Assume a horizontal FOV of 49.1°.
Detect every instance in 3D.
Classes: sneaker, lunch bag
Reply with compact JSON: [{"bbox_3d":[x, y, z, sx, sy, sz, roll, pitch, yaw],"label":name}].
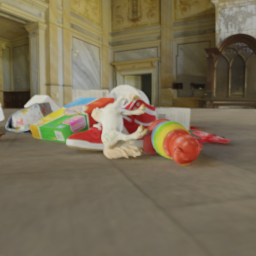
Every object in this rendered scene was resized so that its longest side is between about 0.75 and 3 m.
[{"bbox_3d":[-0.428,-0.161,8.609,2.928,1.646,1.043,-2,8,-24],"label":"sneaker"},{"bbox_3d":[-4.575,-0.392,13.215,1.879,1.195,1.593,-23,5,7],"label":"lunch bag"}]

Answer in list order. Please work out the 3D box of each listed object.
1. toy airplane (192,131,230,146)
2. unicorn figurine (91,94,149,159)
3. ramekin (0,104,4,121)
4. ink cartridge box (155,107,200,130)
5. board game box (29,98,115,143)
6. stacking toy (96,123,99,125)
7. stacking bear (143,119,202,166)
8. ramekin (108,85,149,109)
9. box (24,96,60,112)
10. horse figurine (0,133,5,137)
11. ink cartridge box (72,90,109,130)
[{"bbox_3d":[2.715,0.408,9.830,1.634,0.300,1.634,4,12,-1],"label":"toy airplane"},{"bbox_3d":[-0.326,-0.191,7.920,1.723,0.927,2.509,-19,37,20],"label":"unicorn figurine"},{"bbox_3d":[-7.555,-0.616,14.789,1.881,0.917,1.881,-15,13,4],"label":"ramekin"},{"bbox_3d":[2.358,-0.526,14.912,2.347,1.121,2.674,0,5,-5],"label":"ink cartridge box"},{"bbox_3d":[-2.172,-0.417,11.358,2.200,0.580,2.875,5,30,39],"label":"board game box"},{"bbox_3d":[-0.473,-0.182,11.775,1.243,1.243,2.912,-3,10,-30],"label":"stacking toy"},{"bbox_3d":[1.171,0.390,7.096,1.106,1.036,1.822,-2,11,-14],"label":"stacking bear"},{"bbox_3d":[0.033,-0.989,14.039,2.284,2.284,1.064,4,5,34],"label":"ramekin"},{"bbox_3d":[-5.151,-1.121,17.144,1.939,1.476,1.031,8,54,48],"label":"box"},{"bbox_3d":[-5.099,0.208,10.440,1.193,0.791,0.298,19,-8,32],"label":"horse figurine"},{"bbox_3d":[-1.801,-0.830,13.395,1.727,1.960,0.438,1,-5,-13],"label":"ink cartridge box"}]
